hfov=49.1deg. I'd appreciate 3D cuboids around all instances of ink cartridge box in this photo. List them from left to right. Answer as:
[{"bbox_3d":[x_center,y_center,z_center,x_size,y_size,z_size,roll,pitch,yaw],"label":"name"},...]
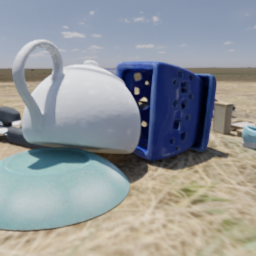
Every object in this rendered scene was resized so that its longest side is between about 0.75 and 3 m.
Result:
[{"bbox_3d":[-0.882,-0.902,9.387,2.226,2.247,0.488,2,21,8],"label":"ink cartridge box"}]

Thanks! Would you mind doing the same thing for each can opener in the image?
[{"bbox_3d":[-3.257,-0.055,8.455,2.955,0.988,0.788,8,14,33],"label":"can opener"}]

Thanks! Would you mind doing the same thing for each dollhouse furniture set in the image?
[{"bbox_3d":[4.340,-0.367,9.811,2.363,1.046,1.225,-4,13,-19],"label":"dollhouse furniture set"}]

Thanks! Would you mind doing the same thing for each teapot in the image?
[{"bbox_3d":[-1.011,-0.556,6.464,2.836,2.098,2.873,7,-8,-14],"label":"teapot"}]

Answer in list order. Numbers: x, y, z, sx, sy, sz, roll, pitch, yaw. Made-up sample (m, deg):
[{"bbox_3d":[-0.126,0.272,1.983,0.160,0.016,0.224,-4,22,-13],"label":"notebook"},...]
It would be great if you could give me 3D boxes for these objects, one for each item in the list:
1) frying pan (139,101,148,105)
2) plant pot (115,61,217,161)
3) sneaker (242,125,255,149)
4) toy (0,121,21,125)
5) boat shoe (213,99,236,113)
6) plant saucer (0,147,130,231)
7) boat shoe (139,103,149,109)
[{"bbox_3d":[1.808,-0.885,12.956,2.550,0.415,1.542,4,8,-31],"label":"frying pan"},{"bbox_3d":[0.982,-0.549,7.768,2.134,2.374,2.373,0,10,-26],"label":"plant pot"},{"bbox_3d":[4.007,0.181,7.565,1.794,0.735,0.663,-2,18,28],"label":"sneaker"},{"bbox_3d":[-5.113,-0.318,11.325,1.365,0.322,0.786,-2,13,-11],"label":"toy"},{"bbox_3d":[3.601,-1.220,13.121,2.856,0.966,1.026,12,12,15],"label":"boat shoe"},{"bbox_3d":[-1.467,0.853,5.261,3.005,0.578,3.005,0,13,0],"label":"plant saucer"},{"bbox_3d":[0.300,-1.007,13.844,1.734,0.586,0.623,-4,9,21],"label":"boat shoe"}]
